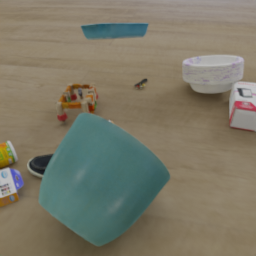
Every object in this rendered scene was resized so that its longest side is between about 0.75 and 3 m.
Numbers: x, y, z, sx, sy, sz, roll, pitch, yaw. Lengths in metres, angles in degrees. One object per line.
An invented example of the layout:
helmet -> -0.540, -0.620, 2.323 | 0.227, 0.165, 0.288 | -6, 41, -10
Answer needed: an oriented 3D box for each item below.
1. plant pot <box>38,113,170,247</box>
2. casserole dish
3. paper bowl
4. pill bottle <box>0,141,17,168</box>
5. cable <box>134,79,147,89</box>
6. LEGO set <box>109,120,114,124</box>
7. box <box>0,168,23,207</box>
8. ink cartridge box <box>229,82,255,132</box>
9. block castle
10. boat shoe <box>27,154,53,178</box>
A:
plant pot -> -0.740, 1.351, 6.643 | 2.744, 2.744, 2.202 | 25, 68, 30
casserole dish -> -0.449, -3.550, 10.317 | 1.665, 0.533, 2.748 | 13, 23, 42
paper bowl -> 3.798, -2.415, 12.662 | 2.622, 1.364, 2.622 | -6, 21, 2
pill bottle -> -4.230, 0.964, 8.790 | 1.265, 0.702, 0.702 | -23, 42, -28
cable -> 0.637, -2.128, 13.636 | 0.539, 0.279, 1.109 | -7, 20, 19
LEGO set -> -0.952, 0.282, 9.818 | 0.682, 0.843, 1.834 | 36, 18, 18
box -> -3.964, 1.821, 7.886 | 1.915, 0.397, 1.140 | -16, 38, -25
ink cartridge box -> 4.974, -0.876, 11.124 | 1.706, 0.990, 2.312 | 9, 38, 12
block castle -> -1.997, -1.002, 11.364 | 1.371, 0.963, 2.052 | -2, 33, 6
boat shoe -> -1.768, 1.021, 8.613 | 2.682, 0.835, 1.000 | 1, 37, 3
